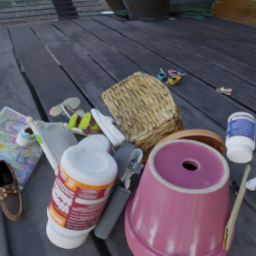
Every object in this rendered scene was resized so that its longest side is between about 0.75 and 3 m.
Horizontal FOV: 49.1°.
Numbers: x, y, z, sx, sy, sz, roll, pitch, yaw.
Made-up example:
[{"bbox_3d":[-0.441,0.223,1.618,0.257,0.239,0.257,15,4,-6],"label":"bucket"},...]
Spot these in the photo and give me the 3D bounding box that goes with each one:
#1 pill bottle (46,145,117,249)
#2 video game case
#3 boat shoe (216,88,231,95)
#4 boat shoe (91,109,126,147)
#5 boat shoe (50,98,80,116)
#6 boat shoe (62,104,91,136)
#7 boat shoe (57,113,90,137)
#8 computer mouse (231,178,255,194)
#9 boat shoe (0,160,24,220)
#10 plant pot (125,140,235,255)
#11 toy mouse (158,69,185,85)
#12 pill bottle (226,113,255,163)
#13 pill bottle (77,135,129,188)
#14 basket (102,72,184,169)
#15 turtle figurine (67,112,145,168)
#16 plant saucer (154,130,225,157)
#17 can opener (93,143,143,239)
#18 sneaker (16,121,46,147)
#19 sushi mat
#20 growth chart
[{"bbox_3d":[-1.241,1.757,6.988,1.344,2.453,1.344,17,26,-9],"label":"pill bottle"},{"bbox_3d":[-4.029,0.647,9.728,1.996,0.251,2.787,29,43,-13],"label":"video game case"},{"bbox_3d":[5.000,-1.972,14.623,0.806,0.252,0.287,24,43,32],"label":"boat shoe"},{"bbox_3d":[-0.530,-0.069,7.558,0.423,0.476,1.293,-35,70,-5],"label":"boat shoe"},{"bbox_3d":[-2.293,-0.752,10.124,1.158,0.412,0.362,-31,9,-23],"label":"boat shoe"},{"bbox_3d":[-1.558,-0.333,9.381,1.453,0.455,0.517,42,9,-8],"label":"boat shoe"},{"bbox_3d":[-1.660,-0.107,11.109,2.497,0.897,0.844,16,79,15],"label":"boat shoe"},{"bbox_3d":[3.844,1.708,8.642,1.233,0.271,0.676,-17,9,16],"label":"computer mouse"},{"bbox_3d":[-3.576,1.816,8.331,0.643,0.643,1.828,-18,66,-26],"label":"boat shoe"},{"bbox_3d":[1.350,1.838,7.141,2.877,2.575,2.877,0,35,0],"label":"plant pot"},{"bbox_3d":[2.300,-2.911,15.865,1.846,0.357,1.641,-21,41,-28],"label":"toy mouse"},{"bbox_3d":[2.800,0.246,6.973,0.676,0.676,1.168,10,53,14],"label":"pill bottle"},{"bbox_3d":[-0.720,1.241,8.347,1.122,1.979,1.122,-14,41,13],"label":"pill bottle"},{"bbox_3d":[0.680,-0.259,9.152,1.956,2.042,2.741,-32,43,0],"label":"basket"},{"bbox_3d":[-0.706,0.343,8.923,2.732,2.203,0.880,21,74,53],"label":"turtle figurine"},{"bbox_3d":[1.676,0.696,7.916,2.034,2.034,0.328,-2,51,-2],"label":"plant saucer"},{"bbox_3d":[-0.402,1.640,7.548,0.869,2.600,0.694,27,1,-17],"label":"can opener"},{"bbox_3d":[-3.329,0.112,10.005,0.576,0.608,1.505,36,30,-2],"label":"sneaker"},{"bbox_3d":[2.668,1.891,6.841,0.119,0.945,1.974,14,46,29],"label":"sushi mat"},{"bbox_3d":[-1.856,0.599,8.255,0.239,1.949,2.693,-28,-6,7],"label":"growth chart"}]
